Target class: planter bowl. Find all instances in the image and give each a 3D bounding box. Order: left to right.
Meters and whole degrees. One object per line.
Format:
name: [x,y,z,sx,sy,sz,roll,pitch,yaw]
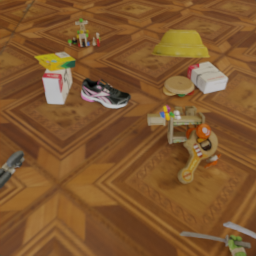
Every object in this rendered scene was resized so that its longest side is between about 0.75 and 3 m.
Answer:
planter bowl: [1.856,-2.979,9.811,2.068,0.861,2.068,2,18,-1]

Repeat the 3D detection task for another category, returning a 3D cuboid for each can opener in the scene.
can opener: [-4.122,1.481,9.175,0.482,0.609,1.831,17,49,16]

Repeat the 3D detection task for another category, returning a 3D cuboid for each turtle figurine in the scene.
turtle figurine: [3.291,2.755,6.670,2.757,2.046,2.843,-18,48,-24]

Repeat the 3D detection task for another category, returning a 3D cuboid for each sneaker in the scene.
sneaker: [-1.034,-1.575,12.204,2.315,1.000,0.930,10,44,10]

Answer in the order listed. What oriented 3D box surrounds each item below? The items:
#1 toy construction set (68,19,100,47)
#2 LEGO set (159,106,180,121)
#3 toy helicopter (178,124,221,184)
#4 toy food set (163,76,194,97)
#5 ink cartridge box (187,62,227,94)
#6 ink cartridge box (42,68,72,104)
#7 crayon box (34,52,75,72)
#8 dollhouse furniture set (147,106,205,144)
toy construction set: [-2.466,-5.563,16.364,1.742,1.339,1.453,15,44,15]
LEGO set: [1.184,-0.492,8.412,0.370,0.398,0.969,-16,15,-11]
toy helicopter: [2.393,1.009,9.477,1.422,0.848,2.150,38,68,-8]
toy food set: [2.398,-1.941,13.092,1.415,0.348,1.429,11,43,12]
ink cartridge box: [3.742,-2.400,13.350,1.172,0.673,1.613,-14,44,-15]
ink cartridge box: [-3.131,-2.140,12.561,0.767,1.336,1.840,3,42,3]
crayon box: [-1.734,-1.565,6.644,0.817,0.207,0.519,-21,47,-39]
dollhouse furniture set: [1.721,-0.118,10.880,2.007,1.116,1.775,0,18,0]
